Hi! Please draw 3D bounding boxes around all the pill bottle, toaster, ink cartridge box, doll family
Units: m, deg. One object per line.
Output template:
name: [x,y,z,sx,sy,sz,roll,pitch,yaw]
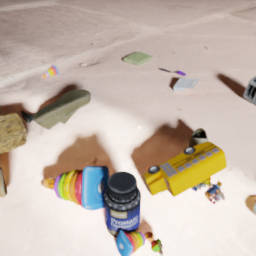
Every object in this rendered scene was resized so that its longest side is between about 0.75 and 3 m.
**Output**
pill bottle: [-0.138,1.880,6.855,0.906,1.620,0.906,0,36,0]
toaster: [5.727,-1.545,12.140,0.714,1.204,1.089,-24,50,-26]
ink cartridge box: [2.745,-2.010,13.182,1.011,0.288,0.821,13,48,31]
doll family: [2.385,1.707,8.105,0.620,0.450,0.999,-28,44,-33]

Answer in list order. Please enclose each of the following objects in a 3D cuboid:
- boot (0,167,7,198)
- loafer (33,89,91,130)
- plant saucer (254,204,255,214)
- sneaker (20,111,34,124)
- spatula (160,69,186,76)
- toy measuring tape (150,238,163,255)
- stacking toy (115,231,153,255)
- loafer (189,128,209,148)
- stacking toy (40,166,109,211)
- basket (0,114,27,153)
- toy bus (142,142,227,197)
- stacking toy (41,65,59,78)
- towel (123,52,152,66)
boot: [-4.538,1.567,7.925,1.859,0.809,2.235,-16,27,-29]
loafer: [-2.397,-0.684,10.589,2.368,0.799,0.901,-23,39,7]
plant saucer: [3.785,2.320,7.509,0.806,0.155,0.806,1,35,0]
sneaker: [-4.040,-0.475,11.336,0.414,0.291,0.779,-23,51,-35]
spatula: [2.376,-2.980,14.902,1.438,0.148,0.406,15,38,20]
toy measuring tape: [0.654,2.791,6.428,0.299,0.299,0.813,2,2,2]
stacking toy: [0.216,2.703,6.756,0.967,0.531,0.561,-6,36,-37]
loafer: [2.339,0.679,9.344,0.746,0.673,1.973,3,36,5]
stacking toy: [-1.625,1.608,7.783,2.093,1.148,1.214,-2,-7,26]
basket: [-4.216,0.444,9.153,1.633,1.216,1.165,-17,55,-37]
toy bus: [1.604,1.244,8.016,2.268,0.738,0.888,-26,30,-11]
stacking toy: [-4.106,-2.822,14.506,0.900,0.494,0.522,-34,49,-22]
towel: [0.595,-4.012,16.228,1.164,0.286,1.569,25,42,29]
